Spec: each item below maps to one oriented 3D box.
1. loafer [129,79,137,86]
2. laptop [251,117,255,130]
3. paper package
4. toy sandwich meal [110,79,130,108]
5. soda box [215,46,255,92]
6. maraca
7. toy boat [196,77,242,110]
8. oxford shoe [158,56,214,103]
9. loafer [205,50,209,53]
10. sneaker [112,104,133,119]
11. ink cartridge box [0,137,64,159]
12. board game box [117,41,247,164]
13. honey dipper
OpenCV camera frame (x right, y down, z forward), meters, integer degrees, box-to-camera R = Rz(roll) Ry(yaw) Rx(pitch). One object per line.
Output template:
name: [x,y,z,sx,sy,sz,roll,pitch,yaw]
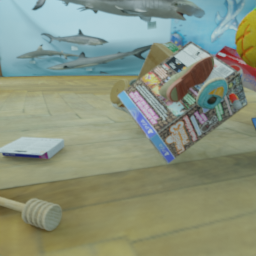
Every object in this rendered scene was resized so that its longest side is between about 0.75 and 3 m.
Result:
loafer: [0.371,-0.985,10.686,0.674,1.792,0.624,-6,-11,-1]
laptop: [4.076,0.441,6.047,1.904,1.179,2.034,-8,16,-28]
paper package: [1.381,-1.650,9.211,0.940,1.732,1.817,-18,56,-43]
toy sandwich meal: [-0.221,-1.169,9.395,0.350,1.023,1.023,25,-3,-36]
soda box: [4.908,-2.236,11.272,2.900,1.015,0.920,31,53,25]
maraca: [2.761,-1.704,5.775,0.966,1.238,1.805,-10,49,17]
toy boat: [1.704,-0.568,5.137,0.813,0.684,0.378,12,39,-16]
oxford shoe: [1.199,-1.071,5.772,1.382,0.489,0.510,-36,34,-17]
loafer: [2.325,-1.364,10.288,1.043,2.904,0.913,14,-1,-31]
sneaker: [0.541,-0.590,9.587,2.653,0.961,0.953,34,20,24]
ink cartridge box: [-2.561,0.572,7.387,1.310,0.289,1.334,3,16,11]
board game box: [1.229,-0.659,6.715,2.324,1.126,1.853,-36,44,3]
honey dipper: [-1.991,1.241,4.573,2.058,0.391,0.391,4,14,28]
